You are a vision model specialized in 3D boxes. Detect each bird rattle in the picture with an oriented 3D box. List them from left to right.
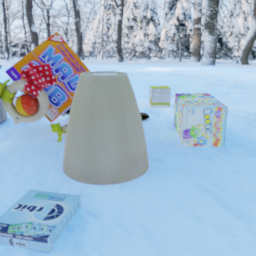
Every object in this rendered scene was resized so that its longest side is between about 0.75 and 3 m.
[{"bbox_3d":[-3.256,-1.043,8.909,2.212,1.803,1.246,-19,30,-3],"label":"bird rattle"},{"bbox_3d":[-2.036,-0.049,9.710,1.225,0.690,0.998,-32,-12,0],"label":"bird rattle"}]

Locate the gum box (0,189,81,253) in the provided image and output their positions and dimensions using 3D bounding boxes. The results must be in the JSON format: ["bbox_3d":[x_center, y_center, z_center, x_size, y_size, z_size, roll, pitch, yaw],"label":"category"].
[{"bbox_3d":[-1.753,1.737,5.463,1.207,0.317,1.421,4,17,12],"label":"gum box"}]

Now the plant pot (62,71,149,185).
[{"bbox_3d":[-0.640,-0.188,7.814,2.495,2.664,2.495,0,16,0],"label":"plant pot"}]

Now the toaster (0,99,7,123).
[{"bbox_3d":[-6.104,-0.780,12.154,1.145,1.301,2.014,-1,17,0],"label":"toaster"}]

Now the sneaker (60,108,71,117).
[{"bbox_3d":[-2.487,-1.125,14.059,2.966,1.114,1.202,-19,36,-39],"label":"sneaker"}]

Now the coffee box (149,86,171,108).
[{"bbox_3d":[1.775,-1.773,15.802,1.111,1.099,1.109,0,17,-1],"label":"coffee box"}]

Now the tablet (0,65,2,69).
[{"bbox_3d":[-4.838,-1.845,9.790,0.064,0.943,0.613,39,12,10],"label":"tablet"}]

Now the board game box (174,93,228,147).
[{"bbox_3d":[2.591,-0.401,10.584,1.432,1.458,2.781,0,16,3],"label":"board game box"}]

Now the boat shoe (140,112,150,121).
[{"bbox_3d":[0.430,-0.503,12.681,1.295,0.466,0.440,-15,21,-40],"label":"boat shoe"}]

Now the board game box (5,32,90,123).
[{"bbox_3d":[-2.932,-1.824,11.065,2.340,2.340,2.342,-42,10,-10],"label":"board game box"}]

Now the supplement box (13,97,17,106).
[{"bbox_3d":[-5.659,-1.219,14.689,0.688,0.702,1.359,-13,20,-35],"label":"supplement box"}]
